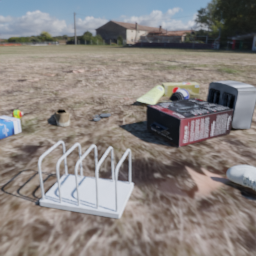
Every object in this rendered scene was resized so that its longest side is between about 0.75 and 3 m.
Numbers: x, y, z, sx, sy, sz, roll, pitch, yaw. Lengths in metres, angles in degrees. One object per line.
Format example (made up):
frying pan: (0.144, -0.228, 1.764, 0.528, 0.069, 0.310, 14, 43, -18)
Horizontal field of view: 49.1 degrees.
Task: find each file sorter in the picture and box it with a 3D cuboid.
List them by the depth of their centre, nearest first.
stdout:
file sorter: (-1.001, 1.183, 7.002, 2.028, 1.262, 1.407, 5, 21, 13)

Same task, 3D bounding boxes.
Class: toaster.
toaster: (4.482, -1.107, 12.165, 1.239, 2.088, 1.888, -5, 21, -25)

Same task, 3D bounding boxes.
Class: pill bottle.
pill bottle: (2.845, -1.695, 15.644, 0.784, 0.784, 1.402, 12, 24, 30)

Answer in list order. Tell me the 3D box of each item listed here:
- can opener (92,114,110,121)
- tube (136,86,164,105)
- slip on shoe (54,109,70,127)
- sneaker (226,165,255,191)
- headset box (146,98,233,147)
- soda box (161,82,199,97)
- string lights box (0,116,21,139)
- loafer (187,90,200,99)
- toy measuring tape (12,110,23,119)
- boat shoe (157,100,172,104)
can opener: (-1.253, -0.482, 13.170, 0.981, 0.328, 0.262, -6, -6, -41)
tube: (1.408, -1.828, 16.293, 0.782, 0.699, 2.694, -27, 8, 29)
slip on shoe: (-3.075, -0.630, 12.975, 0.741, 0.590, 1.949, -4, 20, -12)
sneaker: (3.347, 1.443, 7.307, 1.513, 0.557, 0.874, 9, 19, 20)
headset box: (2.301, -0.313, 11.286, 2.961, 1.143, 2.203, -12, 23, -28)
soda box: (3.296, -2.456, 17.819, 2.305, 0.738, 0.781, -2, 20, -6)
string lights box: (-5.322, 0.114, 10.922, 1.007, 0.578, 1.960, 11, 23, 27)
loafer: (3.685, -2.067, 17.119, 1.416, 0.477, 0.538, 4, 20, 10)
toy measuring tape: (-5.276, -0.702, 13.450, 0.443, 0.443, 1.205, -2, 20, -6)
boat shoe: (2.180, -1.305, 15.091, 1.191, 0.429, 0.386, 6, 29, 32)
